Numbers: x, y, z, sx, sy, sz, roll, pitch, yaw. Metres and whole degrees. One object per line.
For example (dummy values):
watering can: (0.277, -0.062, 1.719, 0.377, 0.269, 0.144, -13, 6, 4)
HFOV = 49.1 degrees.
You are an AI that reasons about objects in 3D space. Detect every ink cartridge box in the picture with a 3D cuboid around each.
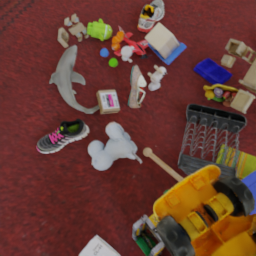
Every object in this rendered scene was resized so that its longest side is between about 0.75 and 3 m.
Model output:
ink cartridge box: (-0.841, 3.700, 6.608, 0.940, 2.197, 1.621, 33, 63, 19)
ink cartridge box: (-0.747, -0.968, 10.414, 0.693, 0.316, 0.841, -9, 77, -25)

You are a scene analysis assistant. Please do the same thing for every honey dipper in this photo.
honey dipper: (1.397, 1.432, 8.756, 0.510, 0.510, 2.685, -35, 48, -20)

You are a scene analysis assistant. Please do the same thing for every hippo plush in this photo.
hippo plush: (-0.514, 0.829, 9.223, 1.397, 1.384, 1.738, -36, 63, 8)

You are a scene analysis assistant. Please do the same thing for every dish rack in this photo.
dish rack: (2.781, 0.518, 9.393, 2.090, 0.743, 2.724, 13, 51, 9)

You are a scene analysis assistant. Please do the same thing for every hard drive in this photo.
hard drive: (4.109, 2.855, 8.129, 1.916, 0.368, 2.904, -29, 64, -14)

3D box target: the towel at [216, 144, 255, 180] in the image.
towel: (4.170, 1.382, 9.261, 2.449, 0.221, 1.054, 20, 61, 12)

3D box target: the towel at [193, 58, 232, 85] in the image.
towel: (3.501, -2.320, 11.541, 0.978, 0.328, 1.325, -36, 64, -20)

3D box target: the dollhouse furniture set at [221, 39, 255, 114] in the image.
dollhouse furniture set: (4.279, -1.870, 10.573, 1.978, 1.243, 2.236, 39, 106, 41)

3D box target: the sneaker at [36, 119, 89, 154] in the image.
sneaker: (-2.284, 0.207, 9.638, 1.900, 0.831, 0.701, -24, 61, -14)

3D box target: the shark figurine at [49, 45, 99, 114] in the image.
shark figurine: (-2.295, -1.520, 10.417, 1.745, 1.219, 2.921, -26, 78, 16)

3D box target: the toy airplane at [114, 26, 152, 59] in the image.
toy airplane: (0.151, -3.708, 12.362, 2.283, 0.420, 2.283, 2, 54, -3)

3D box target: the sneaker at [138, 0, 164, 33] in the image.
sneaker: (1.151, -5.446, 13.194, 0.844, 0.891, 2.169, 20, 59, 12)

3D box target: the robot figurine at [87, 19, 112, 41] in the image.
robot figurine: (-1.261, -4.359, 12.589, 1.139, 0.659, 0.999, 9, 57, -13)

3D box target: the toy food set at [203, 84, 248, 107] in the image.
toy food set: (3.619, -1.155, 10.521, 1.647, 0.969, 0.538, 14, 80, 4)

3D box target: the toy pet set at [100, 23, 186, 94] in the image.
toy pet set: (0.806, -2.942, 11.609, 2.677, 1.522, 2.867, -44, 62, 12)

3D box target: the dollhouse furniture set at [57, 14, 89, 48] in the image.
dollhouse furniture set: (-2.466, -4.181, 12.353, 1.170, 1.025, 0.777, -19, 54, 19)

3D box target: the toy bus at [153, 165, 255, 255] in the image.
toy bus: (1.938, 2.683, 6.160, 2.004, 2.835, 2.953, -31, 66, -13)

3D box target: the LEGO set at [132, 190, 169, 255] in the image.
LEGO set: (1.434, 3.001, 7.348, 2.254, 1.698, 2.931, -25, 61, -15)

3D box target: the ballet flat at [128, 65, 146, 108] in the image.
ballet flat: (0.366, -1.440, 10.059, 0.537, 1.597, 0.544, 16, 33, 17)
